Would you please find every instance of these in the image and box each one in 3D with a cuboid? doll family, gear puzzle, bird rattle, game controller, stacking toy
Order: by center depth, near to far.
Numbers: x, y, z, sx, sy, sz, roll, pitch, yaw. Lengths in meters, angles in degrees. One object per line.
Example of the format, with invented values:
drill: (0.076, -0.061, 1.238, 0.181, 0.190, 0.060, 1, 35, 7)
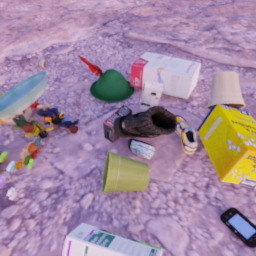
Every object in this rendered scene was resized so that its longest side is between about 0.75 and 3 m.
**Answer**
game controller: (3.217, 2.811, 7.928, 0.636, 0.257, 1.219, -22, 43, -26)
stacking toy: (-3.990, 1.506, 9.207, 1.213, 0.378, 1.609, 14, 50, 9)
gear puzzle: (-3.465, 0.945, 9.861, 0.186, 0.736, 1.421, 16, 41, 20)
doll family: (-3.166, -0.170, 11.048, 2.718, 1.067, 1.571, -26, 40, -32)
bird rattle: (-4.717, -0.734, 12.086, 1.958, 1.103, 1.596, 6, 51, -11)

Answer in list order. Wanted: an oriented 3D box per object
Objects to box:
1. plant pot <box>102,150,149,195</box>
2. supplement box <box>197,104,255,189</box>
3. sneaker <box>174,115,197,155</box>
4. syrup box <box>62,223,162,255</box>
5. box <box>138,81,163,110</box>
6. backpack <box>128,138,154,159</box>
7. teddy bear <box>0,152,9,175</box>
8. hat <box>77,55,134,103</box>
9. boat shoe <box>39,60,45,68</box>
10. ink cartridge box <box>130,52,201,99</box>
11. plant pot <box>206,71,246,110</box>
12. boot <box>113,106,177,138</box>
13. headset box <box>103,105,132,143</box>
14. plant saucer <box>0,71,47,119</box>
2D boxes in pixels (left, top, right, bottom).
plant pot: (-0.063, 1.488, 8.905, 1.341, 1.413, 1.413, 10, 38, -9)
supplement box: (3.646, 0.518, 9.534, 1.428, 1.437, 2.624, 14, 35, -18)
sneaker: (2.165, 0.085, 10.499, 0.657, 0.790, 1.754, -11, 57, -14)
syrup box: (-0.394, 3.153, 6.753, 2.232, 0.909, 0.879, 13, 5, 15)
box: (0.819, -1.130, 10.228, 0.681, 1.167, 0.351, 11, 52, -4)
backpack: (0.503, 0.765, 10.118, 0.920, 0.750, 0.707, 3, 71, 17)
teddy bear: (-4.807, 1.180, 9.771, 1.098, 0.506, 1.514, 0, 39, -3)
hat: (-0.784, -2.681, 13.040, 2.211, 2.349, 2.669, 9, 39, 8)
boat shoe: (-4.889, -3.615, 15.902, 0.323, 0.345, 0.935, -9, 30, -7)
ink cartridge box: (1.822, -2.617, 13.701, 2.917, 1.249, 2.153, 18, 35, 17)
plant pot: (3.560, -1.366, 10.270, 1.349, 1.349, 1.235, 1, 83, 0)
boot: (1.046, -0.188, 10.005, 2.723, 1.025, 2.036, -11, -3, -41)
headset box: (-0.436, -0.103, 10.825, 0.491, 0.973, 1.309, 34, 59, 22)
plant saucer: (-4.154, -1.193, 10.855, 2.742, 0.493, 2.742, -24, 30, 15)
